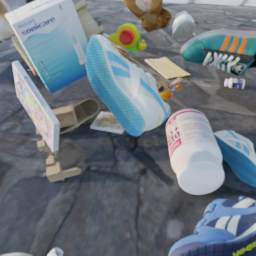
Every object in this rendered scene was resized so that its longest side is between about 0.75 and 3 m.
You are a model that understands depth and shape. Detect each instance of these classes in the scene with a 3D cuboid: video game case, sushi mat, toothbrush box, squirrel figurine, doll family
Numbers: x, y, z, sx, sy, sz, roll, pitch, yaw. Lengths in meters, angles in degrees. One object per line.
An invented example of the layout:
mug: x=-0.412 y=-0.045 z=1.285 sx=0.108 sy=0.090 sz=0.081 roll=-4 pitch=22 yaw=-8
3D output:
video game case: x=-0.627 y=-0.211 z=10.245 sx=1.198 sy=0.137 sz=1.090 roll=10 pitch=34 yaw=14
sushi mat: x=2.031 y=-3.181 z=14.794 sx=1.370 sy=0.173 sz=2.863 roll=-12 pitch=35 yaw=-16
toothbrush box: x=-1.831 y=-2.095 z=7.000 sx=1.462 sy=1.997 sz=0.852 roll=-32 pitch=47 yaw=-11
video game case: x=-1.948 y=-0.413 z=5.917 sx=0.152 sy=1.209 sz=1.688 roll=-28 pitch=71 yaw=-28
squirrel figurine: x=0.848 y=-4.720 z=10.783 sx=1.436 sy=2.029 sz=1.894 roll=-15 pitch=26 yaw=19
doll family: x=1.050 y=-0.924 z=6.972 sx=0.917 sy=0.413 sz=0.569 roll=-28 pitch=1 yaw=-24

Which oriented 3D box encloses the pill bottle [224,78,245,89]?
pill bottle: x=4.836 y=-2.019 z=12.742 sx=0.807 sy=0.448 sz=0.448 roll=7 pitch=34 yaw=12

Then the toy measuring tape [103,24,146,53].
toy measuring tape: x=-0.432 y=-3.744 z=10.713 sx=2.586 sy=0.951 sz=0.951 roll=28 pitch=37 yaw=1

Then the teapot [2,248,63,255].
teapot: x=-2.090 y=2.753 z=4.725 sx=1.566 sy=1.159 sz=1.587 roll=10 pitch=37 yaw=17

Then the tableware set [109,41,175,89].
tableware set: x=0.365 y=-1.930 z=8.815 sx=2.323 sy=0.323 sz=2.781 roll=34 pitch=8 yaw=20

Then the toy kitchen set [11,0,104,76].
toy kitchen set: x=-2.575 y=-3.052 z=9.484 sx=2.544 sy=2.301 sz=2.820 roll=-35 pitch=0 yaw=-15

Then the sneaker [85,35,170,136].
sneaker: x=-0.089 y=-0.994 z=6.044 sx=0.998 sy=0.946 sz=2.472 roll=-22 pitch=72 yaw=-35

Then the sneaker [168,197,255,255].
sneaker: x=1.895 y=2.202 z=5.827 sx=2.747 sy=1.016 sz=1.130 roll=-11 pitch=29 yaw=-25

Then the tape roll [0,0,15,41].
tape roll: x=-4.095 y=-3.518 z=8.555 sx=0.555 sy=1.588 sz=1.588 roll=-24 pitch=32 yaw=10

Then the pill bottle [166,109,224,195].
pill bottle: x=1.827 y=0.607 z=7.869 sx=1.353 sy=1.353 sz=2.387 roll=1 pitch=33 yaw=1

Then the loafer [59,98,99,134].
loafer: x=-2.065 y=-0.289 z=9.810 sx=2.273 sy=0.776 sz=0.860 roll=-22 pitch=83 yaw=-12

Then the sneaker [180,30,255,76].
sneaker: x=3.120 y=-2.223 z=8.578 sx=2.972 sy=1.061 sz=1.188 roll=-7 pitch=68 yaw=-9

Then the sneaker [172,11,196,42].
sneaker: x=2.096 y=-4.068 z=10.886 sx=0.935 sy=0.985 sz=2.448 roll=-11 pitch=4 yaw=13

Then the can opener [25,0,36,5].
can opener: x=-3.083 y=-4.007 z=9.634 sx=0.725 sy=2.168 sz=0.578 roll=-32 pitch=82 yaw=-25

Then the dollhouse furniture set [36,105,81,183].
dollhouse furniture set: x=-1.985 y=0.229 z=8.146 sx=1.035 sy=1.211 sz=2.337 roll=-14 pitch=47 yaw=-6

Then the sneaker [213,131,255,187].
sneaker: x=3.303 y=0.752 z=8.108 sx=0.921 sy=0.872 sz=2.280 roll=-12 pitch=36 yaw=-17
